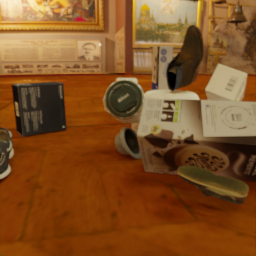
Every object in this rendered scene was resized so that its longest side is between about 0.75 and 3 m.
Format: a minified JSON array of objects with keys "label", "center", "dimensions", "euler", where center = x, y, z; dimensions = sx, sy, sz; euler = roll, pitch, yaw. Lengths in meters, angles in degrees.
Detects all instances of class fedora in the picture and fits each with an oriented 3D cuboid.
[{"label":"fedora","center":[-0.021,0.416,6.999],"dimensions":[0.406,0.900,0.796],"euler":[-23,43,30]}]

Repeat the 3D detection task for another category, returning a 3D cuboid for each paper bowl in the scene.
[{"label":"paper bowl","center":[1.398,-0.532,9.361],"dimensions":[2.562,1.332,2.562],"euler":[1,14,0]}]

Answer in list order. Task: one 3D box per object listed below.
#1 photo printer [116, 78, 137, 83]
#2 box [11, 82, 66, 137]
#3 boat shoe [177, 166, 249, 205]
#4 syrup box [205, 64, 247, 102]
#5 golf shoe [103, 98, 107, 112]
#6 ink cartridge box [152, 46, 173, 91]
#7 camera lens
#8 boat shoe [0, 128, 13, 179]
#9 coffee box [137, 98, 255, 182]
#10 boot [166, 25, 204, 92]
[{"label":"photo printer","center":[-0.043,-1.313,10.001],"dimensions":[0.792,0.951,0.330],"euler":[-1,-24,-4]},{"label":"box","center":[-2.926,-0.665,9.272],"dimensions":[1.472,1.616,0.841],"euler":[-9,16,-33]},{"label":"boat shoe","center":[1.275,0.908,4.368],"dimensions":[1.098,0.361,0.392],"euler":[14,29,29]},{"label":"syrup box","center":[2.809,-0.985,8.021],"dimensions":[0.830,0.803,2.039],"euler":[27,0,23]},{"label":"golf shoe","center":[-0.444,-0.901,10.624],"dimensions":[1.378,0.631,0.519],"euler":[6,41,38]},{"label":"ink cartridge box","center":[1.493,-2.153,12.589],"dimensions":[0.636,2.878,1.353],"euler":[-2,14,-7]},{"label":"camera lens","center":[-0.028,-0.630,7.116],"dimensions":[0.986,0.986,1.233],"euler":[2,-6,8]},{"label":"boat shoe","center":[-3.018,0.553,6.262],"dimensions":[0.857,0.700,2.320],"euler":[-3,14,-10]},{"label":"coffee box","center":[1.531,0.251,5.527],"dimensions":[2.478,1.400,0.989],"euler":[3,54,14]},{"label":"boot","center":[1.752,-2.075,8.757],"dimensions":[1.001,2.066,0.772],"euler":[-34,50,-29]}]
